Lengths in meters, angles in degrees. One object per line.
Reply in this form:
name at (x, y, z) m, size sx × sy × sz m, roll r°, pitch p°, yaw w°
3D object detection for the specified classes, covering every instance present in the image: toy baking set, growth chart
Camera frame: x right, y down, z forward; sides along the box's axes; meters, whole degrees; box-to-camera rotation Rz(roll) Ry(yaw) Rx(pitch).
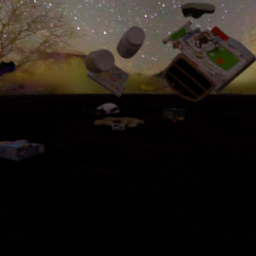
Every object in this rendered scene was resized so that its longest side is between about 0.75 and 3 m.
toy baking set at (-0.305, -0.151, 11.411) m, size 2.372 × 0.276 × 1.820 m, roll 8°, pitch 15°, yaw 41°
growth chart at (2.563, -2.522, 9.043) m, size 2.541 × 0.225 × 1.839 m, roll 37°, pitch 60°, yaw 8°

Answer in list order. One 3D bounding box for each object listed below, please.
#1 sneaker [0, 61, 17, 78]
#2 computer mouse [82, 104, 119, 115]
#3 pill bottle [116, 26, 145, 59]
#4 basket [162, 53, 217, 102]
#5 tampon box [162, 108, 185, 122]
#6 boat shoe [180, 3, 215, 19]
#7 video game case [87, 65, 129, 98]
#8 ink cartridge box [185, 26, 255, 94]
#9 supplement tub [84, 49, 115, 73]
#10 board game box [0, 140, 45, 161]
sneaker at (-4.737, -2.233, 10.496) m, size 1.042 × 0.518 × 0.362 m, roll -34°, pitch 63°, yaw -31°
computer mouse at (-1.444, -1.133, 16.538) m, size 1.389 × 0.556 × 2.533 m, roll 4°, pitch 10°, yaw 30°
pill bottle at (0.148, -4.499, 14.833) m, size 1.139 × 1.139 × 2.010 m, roll -3°, pitch -4°, yaw -16°
basket at (1.441, -1.177, 6.931) m, size 1.177 × 0.840 × 0.877 m, roll 39°, pitch 19°, yaw -6°
tampon box at (2.133, -0.609, 13.163) m, size 0.671 × 0.565 × 0.895 m, roll -4°, pitch 10°, yaw -25°
boat shoe at (2.376, -3.933, 9.460) m, size 0.501 × 0.471 × 1.394 m, roll -32°, pitch 36°, yaw -24°
video game case at (-1.002, -2.775, 14.829) m, size 2.004 × 1.824 × 0.229 m, roll 33°, pitch -41°, yaw -14°
ink cartridge box at (3.432, -2.765, 10.952) m, size 2.306 × 1.874 × 0.658 m, roll 53°, pitch 16°, yaw 22°
supplement tub at (-0.874, -1.958, 8.289) m, size 0.663 × 0.663 × 0.912 m, roll -5°, pitch 9°, yaw -30°
board game box at (-2.786, 0.504, 6.909) m, size 1.022 × 0.316 × 1.023 m, roll 4°, pitch 10°, yaw 18°
